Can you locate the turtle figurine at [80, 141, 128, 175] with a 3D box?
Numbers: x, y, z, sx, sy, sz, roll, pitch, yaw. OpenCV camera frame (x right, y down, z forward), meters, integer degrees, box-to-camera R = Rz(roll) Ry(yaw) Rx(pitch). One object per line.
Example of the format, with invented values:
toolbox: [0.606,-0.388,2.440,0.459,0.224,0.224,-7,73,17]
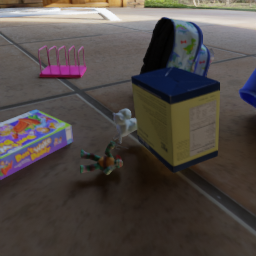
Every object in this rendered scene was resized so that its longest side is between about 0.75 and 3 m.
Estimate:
turtle figurine: [-0.559,0.824,6.847,1.191,0.600,0.892,-1,46,-6]

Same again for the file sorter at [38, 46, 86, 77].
file sorter: [-3.195,-3.307,13.697,2.008,1.259,1.395,2,28,3]

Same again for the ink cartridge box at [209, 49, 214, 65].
ink cartridge box: [3.981,-3.405,13.881,0.184,0.994,0.471,6,48,-17]

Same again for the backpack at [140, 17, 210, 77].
backpack: [1.770,-2.589,10.614,2.086,2.838,2.597,3,29,-17]

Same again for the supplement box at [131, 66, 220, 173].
supplement box: [1.150,-0.308,7.094,1.313,1.955,1.957,-17,28,-18]

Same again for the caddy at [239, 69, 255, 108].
caddy: [4.432,-0.914,8.798,1.710,1.270,2.419,34,10,24]

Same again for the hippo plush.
hippo plush: [-0.196,-0.185,8.204,0.916,0.737,0.730,-37,34,-16]

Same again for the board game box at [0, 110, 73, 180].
board game box: [-3.056,0.377,7.707,1.702,0.567,2.531,21,35,33]
